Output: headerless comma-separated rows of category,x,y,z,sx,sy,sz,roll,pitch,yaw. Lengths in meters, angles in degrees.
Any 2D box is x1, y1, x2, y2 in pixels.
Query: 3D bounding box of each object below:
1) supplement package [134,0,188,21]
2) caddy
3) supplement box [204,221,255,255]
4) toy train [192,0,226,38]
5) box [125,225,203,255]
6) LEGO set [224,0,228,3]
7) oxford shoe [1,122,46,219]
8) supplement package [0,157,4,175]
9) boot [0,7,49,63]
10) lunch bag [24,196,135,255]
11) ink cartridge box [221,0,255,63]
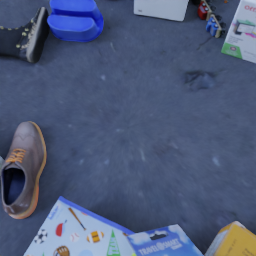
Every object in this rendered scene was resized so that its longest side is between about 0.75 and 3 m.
supplement package,1.337,-5.341,9.408,1.742,1.763,2.908,12,62,6
caddy,-1.684,-3.426,8.872,1.773,0.931,1.253,6,84,3
supplement box,1.537,3.265,5.161,0.991,1.025,2.980,36,69,18
toy train,2.627,-3.955,9.433,0.556,0.414,2.429,-15,62,-4
box,0.958,2.585,4.243,1.391,0.544,2.282,6,28,-41
LEGO set,3.255,-4.803,10.051,0.958,0.315,1.283,-30,54,-15
oxford shoe,-2.454,0.802,6.554,0.862,0.881,2.417,-6,61,-3
supplement package,-4.040,0.630,6.507,1.942,1.135,1.139,29,65,15
boot,-3.388,-2.975,8.726,1.566,0.761,2.080,5,67,2
lunch bag,-0.694,2.711,5.244,2.256,1.397,1.918,18,62,18
ink cartridge box,3.678,-2.888,7.989,1.380,1.906,0.800,21,62,12
